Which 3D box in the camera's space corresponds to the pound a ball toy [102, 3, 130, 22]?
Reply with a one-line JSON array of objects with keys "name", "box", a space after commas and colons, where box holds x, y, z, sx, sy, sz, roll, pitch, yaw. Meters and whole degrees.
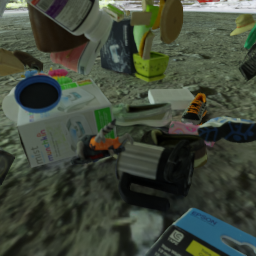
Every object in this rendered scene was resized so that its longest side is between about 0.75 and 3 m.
[{"name": "pound a ball toy", "box": [-0.365, -3.563, 8.674, 0.752, 0.320, 0.491, 38, 61, 20]}]

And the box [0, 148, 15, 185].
[{"name": "box", "box": [-3.523, 0.992, 5.011, 2.716, 0.667, 2.189, 19, 76, 31]}]

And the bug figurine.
[{"name": "bug figurine", "box": [-3.560, -2.095, 12.119, 2.075, 0.689, 2.676, -9, 29, -16]}]

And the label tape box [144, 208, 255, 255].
[{"name": "label tape box", "box": [0.897, 2.460, 3.264, 2.113, 0.975, 2.949, 22, 33, 34]}]

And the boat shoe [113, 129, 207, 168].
[{"name": "boat shoe", "box": [0.711, 0.415, 7.062, 2.505, 0.823, 0.895, 4, 31, 23]}]

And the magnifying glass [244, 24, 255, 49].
[{"name": "magnifying glass", "box": [3.420, -2.773, 7.213, 0.167, 1.489, 0.593, 26, 16, 4]}]

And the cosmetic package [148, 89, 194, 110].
[{"name": "cosmetic package", "box": [1.620, -1.089, 10.519, 1.561, 0.403, 1.177, -2, 26, -4]}]

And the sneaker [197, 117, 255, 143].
[{"name": "sneaker", "box": [1.694, -0.028, 4.634, 0.435, 0.428, 1.130, -41, 26, -30]}]

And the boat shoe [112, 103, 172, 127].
[{"name": "boat shoe", "box": [0.252, -0.527, 9.097, 2.306, 0.739, 0.850, 5, 28, 10]}]

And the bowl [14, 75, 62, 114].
[{"name": "bowl", "box": [-2.178, -0.816, 6.820, 1.116, 0.219, 1.116, 4, 55, -5]}]

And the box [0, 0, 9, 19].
[{"name": "box", "box": [-2.999, -2.750, 6.060, 0.564, 0.989, 1.075, 26, 7, -23]}]

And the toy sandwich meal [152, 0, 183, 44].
[{"name": "toy sandwich meal", "box": [1.071, -2.970, 7.574, 0.460, 1.344, 1.344, 19, 33, 30]}]

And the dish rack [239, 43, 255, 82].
[{"name": "dish rack", "box": [4.314, -2.434, 8.489, 0.648, 1.821, 2.374, 52, 7, 12]}]

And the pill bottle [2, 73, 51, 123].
[{"name": "pill bottle", "box": [-3.335, -1.066, 9.682, 1.159, 1.159, 2.034, 5, 28, 9]}]

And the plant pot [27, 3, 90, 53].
[{"name": "plant pot", "box": [-1.834, -3.144, 7.081, 1.712, 1.831, 1.712, -8, 41, 7]}]

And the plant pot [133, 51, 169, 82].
[{"name": "plant pot", "box": [1.041, -2.852, 13.076, 1.241, 1.127, 1.235, -19, 33, -30]}]

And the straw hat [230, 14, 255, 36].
[{"name": "straw hat", "box": [3.899, -3.554, 9.362, 1.111, 0.470, 1.111, -24, 19, 9]}]

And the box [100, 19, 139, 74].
[{"name": "box", "box": [-0.218, -4.148, 14.008, 1.418, 2.376, 2.416, -24, 32, -36]}]

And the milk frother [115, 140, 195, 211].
[{"name": "milk frother", "box": [0.518, 0.696, 5.844, 1.565, 1.664, 1.502, 10, 34, 19]}]

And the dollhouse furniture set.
[{"name": "dollhouse furniture set", "box": [0.248, -3.807, 9.701, 1.154, 2.989, 1.494, -8, 55, -14]}]

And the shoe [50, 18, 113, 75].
[{"name": "shoe", "box": [-1.476, -3.117, 9.393, 1.289, 1.013, 2.834, 20, 65, 3]}]

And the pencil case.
[{"name": "pencil case", "box": [1.855, 0.136, 8.052, 1.331, 0.582, 0.582, 10, 30, 21]}]

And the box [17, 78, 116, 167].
[{"name": "box", "box": [-1.761, -0.272, 7.826, 2.266, 1.241, 2.568, -14, 28, -12]}]

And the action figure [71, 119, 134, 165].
[{"name": "action figure", "box": [-0.431, 0.248, 4.940, 1.115, 0.603, 1.152, -18, -5, 44]}]

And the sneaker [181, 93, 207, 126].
[{"name": "sneaker", "box": [2.198, -0.580, 9.269, 0.701, 0.692, 1.791, 13, 32, 19]}]

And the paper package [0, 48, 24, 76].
[{"name": "paper package", "box": [-3.959, -2.034, 8.811, 1.002, 0.518, 0.955, -7, -5, 24]}]

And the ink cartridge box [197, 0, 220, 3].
[{"name": "ink cartridge box", "box": [2.419, -4.790, 9.766, 0.313, 1.235, 1.402, -44, 28, 2]}]

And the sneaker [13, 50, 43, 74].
[{"name": "sneaker", "box": [-2.603, -1.713, 7.279, 0.818, 0.309, 0.288, 23, -28, -32]}]

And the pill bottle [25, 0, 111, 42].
[{"name": "pill bottle", "box": [-1.250, -2.674, 6.131, 1.750, 0.975, 0.975, 29, 10, -35]}]
